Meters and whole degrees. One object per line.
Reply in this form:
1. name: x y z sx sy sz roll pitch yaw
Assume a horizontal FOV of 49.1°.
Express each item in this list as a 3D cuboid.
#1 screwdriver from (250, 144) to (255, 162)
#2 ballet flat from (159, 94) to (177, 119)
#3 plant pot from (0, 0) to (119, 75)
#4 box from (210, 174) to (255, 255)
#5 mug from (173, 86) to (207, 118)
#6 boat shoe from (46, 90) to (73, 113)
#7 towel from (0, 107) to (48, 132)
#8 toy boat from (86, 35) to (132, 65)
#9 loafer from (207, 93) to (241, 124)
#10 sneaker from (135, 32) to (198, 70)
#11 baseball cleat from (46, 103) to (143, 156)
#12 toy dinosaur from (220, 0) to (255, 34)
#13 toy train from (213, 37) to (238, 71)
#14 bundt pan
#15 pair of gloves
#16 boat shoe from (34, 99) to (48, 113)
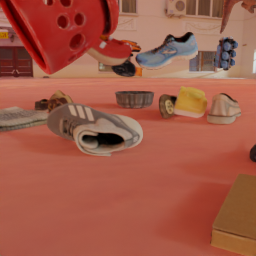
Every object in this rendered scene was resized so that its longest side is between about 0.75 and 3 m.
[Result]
1. screwdriver: 2.819 0.372 5.917 0.273 0.262 1.880 40 28 21
2. ballet flat: 1.690 -0.821 10.195 0.582 0.845 2.509 -4 4 25
3. plant pot: -1.524 -2.725 6.329 2.161 2.373 2.373 -33 22 -13
4. box: 2.133 1.015 2.952 2.109 0.224 1.724 6 13 29
5. mug: 2.165 -0.819 9.648 1.023 0.998 1.246 19 6 5
6. boat shoe: -2.375 -0.682 9.869 0.871 0.873 2.420 -36 34 -13
7. towel: -3.628 -0.340 8.860 2.150 0.386 2.233 9 14 37
8. toy boat: -0.845 -3.204 9.349 2.323 1.518 1.516 33 28 -9
9. loafer: 3.366 -0.812 9.727 1.062 0.929 2.955 5 13 22
10. sneaker: 1.228 -2.648 9.249 2.115 0.951 0.829 -18 45 -2
11. baseball cleat: -1.023 -0.023 6.155 2.612 0.911 1.390 5 13 27
12. toy dinosaur: 2.790 -3.137 5.873 2.477 1.063 1.679 -38 7 22
13. toy train: 2.897 -2.235 8.377 0.443 1.023 0.584 -19 36 -20
14. bundt pan: 0.283 -1.265 12.476 1.783 0.669 1.783 0 11 0
15. pair of gloves: -0.060 -3.082 12.406 1.481 1.663 0.206 1 -4 -24
16. boat shoe: -3.373 -0.941 11.406 0.566 0.478 1.587 0 12 1
